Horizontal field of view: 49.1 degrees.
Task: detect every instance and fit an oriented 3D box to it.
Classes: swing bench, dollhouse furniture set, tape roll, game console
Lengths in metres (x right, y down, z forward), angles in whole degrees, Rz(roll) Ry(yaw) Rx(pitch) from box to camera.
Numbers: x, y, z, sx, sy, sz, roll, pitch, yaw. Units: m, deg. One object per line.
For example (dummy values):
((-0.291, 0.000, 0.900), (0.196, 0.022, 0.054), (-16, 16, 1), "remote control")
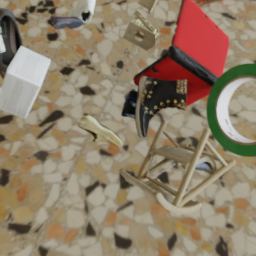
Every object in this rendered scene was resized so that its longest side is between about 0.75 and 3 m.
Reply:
((1.228, 1.094, 7.643), (1.407, 2.156, 2.168), (45, 79, -24), "swing bench")
((0.855, -4.036, 10.259), (1.119, 1.780, 2.013), (27, 31, -3), "dollhouse furniture set")
((3.439, -0.490, 7.917), (0.620, 2.581, 2.581), (-6, 59, -37), "tape roll")
((1.755, -2.129, 8.815), (2.399, 2.784, 1.652), (-29, 57, 36), "game console")

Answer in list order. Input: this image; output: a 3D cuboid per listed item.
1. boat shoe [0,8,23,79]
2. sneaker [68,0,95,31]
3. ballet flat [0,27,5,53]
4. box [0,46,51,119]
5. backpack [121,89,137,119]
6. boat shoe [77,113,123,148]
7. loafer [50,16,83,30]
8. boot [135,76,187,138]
((-3.795, -2.402, 8.963), (0.884, 2.643, 0.753), (-12, 32, -23), "boat shoe")
((-1.438, -3.352, 8.457), (0.572, 1.627, 0.652), (4, 75, -25), "sneaker")
((-3.956, -2.055, 7.823), (0.932, 0.932, 2.510), (21, 93, 10), "ballet flat")
((-2.777, -1.189, 7.401), (0.851, 1.295, 1.301), (24, 40, -21), "box")
((0.366, -0.666, 8.814), (0.972, 0.887, 0.654), (19, 46, -5), "backpack")
((-0.732, 0.193, 7.170), (1.296, 0.464, 0.493), (36, 65, -14), "boat shoe")
((-1.671, -2.956, 7.712), (1.072, 0.385, 0.338), (-31, 91, -50), "loafer")
((0.900, -0.578, 7.552), (1.332, 0.647, 1.769), (2, 70, 12), "boot")
